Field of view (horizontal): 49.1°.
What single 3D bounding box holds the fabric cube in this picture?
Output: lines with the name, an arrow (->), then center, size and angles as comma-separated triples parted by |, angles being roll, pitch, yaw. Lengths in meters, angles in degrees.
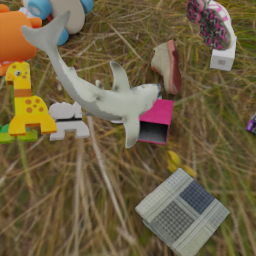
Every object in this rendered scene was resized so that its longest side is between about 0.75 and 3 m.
fabric cube -> 0.736, -0.209, 7.999 | 0.930, 0.912, 0.927 | 8, 51, 8

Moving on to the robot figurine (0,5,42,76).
robot figurine -> -2.717, -1.900, 6.048 | 1.815, 1.305, 1.058 | -20, 40, -27

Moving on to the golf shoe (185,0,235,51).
golf shoe -> 1.350, -1.612, 4.220 | 0.591, 0.466, 1.284 | -2, 50, -15

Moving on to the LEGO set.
LEGO set -> -2.058, -0.391, 4.666 | 2.875, 1.097, 1.180 | -4, 80, -20

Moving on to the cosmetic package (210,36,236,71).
cosmetic package -> 3.508, -2.813, 10.318 | 0.754, 0.594, 1.401 | 13, 51, 12

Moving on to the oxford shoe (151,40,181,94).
oxford shoe -> 1.286, -2.017, 9.680 | 0.923, 0.869, 2.468 | -12, 46, 19

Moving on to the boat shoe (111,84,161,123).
boat shoe -> 0.230, -0.819, 8.656 | 1.935, 0.656, 0.694 | -26, 55, -20

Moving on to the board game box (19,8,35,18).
board game box -> -4.286, -4.792, 12.129 | 1.040, 0.291, 1.018 | 5, 51, 4

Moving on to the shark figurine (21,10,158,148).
shark figurine -> -0.661, -0.566, 4.711 | 1.091, 2.614, 1.562 | -14, 57, 47

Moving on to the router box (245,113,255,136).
router box -> 4.770, -0.265, 8.271 | 1.598, 0.547, 2.142 | 36, 59, 26

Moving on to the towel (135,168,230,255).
towel -> 1.271, 1.992, 6.671 | 1.729, 0.299, 1.665 | -35, 62, -27

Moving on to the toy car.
toy car -> -3.227, -4.878, 11.258 | 2.561, 2.265, 2.361 | 14, 61, 33
